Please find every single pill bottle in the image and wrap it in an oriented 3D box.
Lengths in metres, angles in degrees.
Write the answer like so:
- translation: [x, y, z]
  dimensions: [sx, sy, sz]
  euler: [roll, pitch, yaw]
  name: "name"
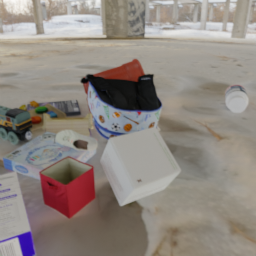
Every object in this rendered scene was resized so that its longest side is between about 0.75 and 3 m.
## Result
- translation: [5.706, -1.501, 14.737]
  dimensions: [1.124, 1.124, 1.880]
  euler: [7, 27, 14]
  name: "pill bottle"

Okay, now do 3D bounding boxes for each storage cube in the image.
- translation: [-1.692, 1.640, 7.891]
  dimensions: [1.070, 1.125, 1.251]
  euler: [16, 30, 31]
  name: "storage cube"

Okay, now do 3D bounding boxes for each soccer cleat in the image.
- translation: [-1.887, 0.447, 9.746]
  dimensions: [1.751, 0.607, 0.679]
  euler: [9, 12, 24]
  name: "soccer cleat"

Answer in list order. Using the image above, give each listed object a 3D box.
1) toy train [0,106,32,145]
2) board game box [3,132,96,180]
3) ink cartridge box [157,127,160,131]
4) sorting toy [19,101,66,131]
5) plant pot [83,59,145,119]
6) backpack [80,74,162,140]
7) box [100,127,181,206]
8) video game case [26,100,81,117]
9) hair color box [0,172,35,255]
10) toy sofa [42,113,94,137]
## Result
- translation: [-4.952, -0.228, 11.648]
  dimensions: [2.401, 1.368, 1.023]
  euler: [15, 28, 29]
  name: "toy train"
- translation: [-2.719, 0.988, 10.035]
  dimensions: [2.303, 0.502, 2.314]
  euler: [11, 27, 23]
  name: "board game box"
- translation: [0.136, -0.318, 12.379]
  dimensions: [2.388, 0.806, 1.391]
  euler: [-8, 33, -19]
  name: "ink cartridge box"
- translation: [-4.525, -0.714, 13.483]
  dimensions: [2.019, 0.363, 2.710]
  euler: [-27, 39, -34]
  name: "sorting toy"
- translation: [-0.675, -1.726, 13.670]
  dimensions: [2.716, 2.793, 2.793]
  euler: [-14, 27, -10]
  name: "plant pot"
- translation: [-0.146, -0.677, 10.131]
  dimensions: [2.885, 2.223, 2.748]
  euler: [-4, 25, -15]
  name: "backpack"
- translation: [0.289, 1.087, 8.078]
  dimensions: [1.598, 1.369, 1.591]
  euler: [-14, 62, -26]
  name: "box"
- translation: [-3.918, -0.973, 14.644]
  dimensions: [2.675, 0.254, 1.911]
  euler: [-7, 26, -13]
  name: "video game case"
- translation: [-3.296, 2.223, 6.978]
  dimensions: [1.422, 0.843, 2.601]
  euler: [-12, 29, -23]
  name: "hair color box"
- translation: [-2.600, -0.115, 12.249]
  dimensions: [2.116, 1.033, 0.876]
  euler: [-1, 0, -3]
  name: "toy sofa"
